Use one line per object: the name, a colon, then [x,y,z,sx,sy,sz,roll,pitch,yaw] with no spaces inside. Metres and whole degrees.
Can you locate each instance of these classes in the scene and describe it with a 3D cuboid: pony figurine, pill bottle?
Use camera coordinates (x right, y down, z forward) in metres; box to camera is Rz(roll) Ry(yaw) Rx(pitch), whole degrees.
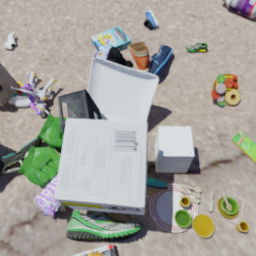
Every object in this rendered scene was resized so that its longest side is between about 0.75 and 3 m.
pony figurine: [-3.743,-1.356,11.062,1.614,1.392,1.672,18,63,-18]
pill bottle: [5.692,-6.330,13.975,1.865,1.048,1.048,33,66,17]

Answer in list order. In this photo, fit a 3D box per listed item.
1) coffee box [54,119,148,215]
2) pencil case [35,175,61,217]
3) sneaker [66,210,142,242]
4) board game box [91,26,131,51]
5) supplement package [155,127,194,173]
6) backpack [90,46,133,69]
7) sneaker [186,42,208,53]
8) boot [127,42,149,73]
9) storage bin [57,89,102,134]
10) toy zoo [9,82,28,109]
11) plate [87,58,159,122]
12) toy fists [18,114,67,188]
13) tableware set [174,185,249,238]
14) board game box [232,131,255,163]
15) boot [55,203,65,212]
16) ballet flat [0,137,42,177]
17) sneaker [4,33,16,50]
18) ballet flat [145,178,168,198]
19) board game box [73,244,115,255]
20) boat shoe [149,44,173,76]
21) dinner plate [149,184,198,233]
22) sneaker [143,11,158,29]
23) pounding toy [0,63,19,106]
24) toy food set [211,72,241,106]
coffee box: [-0.579,1.211,8.121,2.249,2.224,2.246,3,68,5]
pencil case: [-2.165,1.957,9.117,0.782,0.768,1.830,19,50,24]
sneaker: [-0.729,2.986,8.743,2.362,0.922,1.006,1,63,2]
board game box: [-0.803,-4.039,13.076,1.521,0.357,1.149,-28,64,-15]
supplement package: [1.549,0.778,9.705,1.117,1.472,1.109,1,61,0]
backpack: [-0.712,-2.336,11.299,1.414,1.749,1.836,-4,57,22]
sneaker: [3.146,-3.752,12.851,1.006,0.429,0.393,-4,50,1]
boot: [0.490,-3.137,12.333,0.774,1.106,2.062,-14,32,1]
storage bin: [-1.564,-0.255,9.810,0.972,2.074,1.402,-15,68,6]
toy zoo: [-4.645,-1.443,11.726,0.823,0.128,1.254,-39,69,-20]
plate: [-0.326,-1.141,10.470,2.499,2.504,0.405,18,27,7]
toy fists: [-2.669,0.760,9.858,1.339,0.903,2.627,29,60,-17]
tableware set: [2.714,2.780,9.084,2.368,0.363,1.595,17,61,3]
board game box: [4.483,0.695,10.507,0.569,0.179,1.192,-34,69,-17]
boot: [-2.099,2.491,9.419,0.836,0.301,0.646,-7,61,1]
ballet flat: [-3.826,1.083,10.022,1.973,0.671,0.675,-33,80,-22]
sneaker: [-5.426,-4.007,13.105,0.457,0.358,0.919,12,70,-1]
ballet flat: [0.011,1.977,9.513,2.617,0.923,0.854,13,94,12]
board game box: [-1.310,4.424,8.277,2.107,0.365,1.330,-14,62,-8]
boat shoe: [1.277,-2.914,12.251,0.696,0.853,2.027,31,49,1]
dinner plate: [1.515,2.668,9.380,1.608,0.195,1.608,0,61,1]
sneaker: [0.968,-5.312,13.755,0.615,0.424,1.106,-18,68,-19]
pounding toy: [-5.879,-1.923,10.637,2.041,2.217,1.576,15,63,26]
toy food set: [3.944,-1.553,11.302,1.348,0.331,1.362,-2,102,-14]
